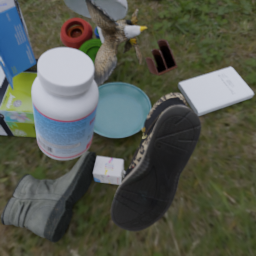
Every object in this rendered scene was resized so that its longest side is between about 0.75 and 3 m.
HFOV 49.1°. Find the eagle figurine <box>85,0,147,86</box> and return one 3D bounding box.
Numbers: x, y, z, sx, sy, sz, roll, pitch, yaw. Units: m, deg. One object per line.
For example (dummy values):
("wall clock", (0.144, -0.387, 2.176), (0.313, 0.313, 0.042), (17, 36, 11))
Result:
("eagle figurine", (-0.449, -2.629, 8.006), (2.033, 2.022, 2.679), (50, 41, -1))

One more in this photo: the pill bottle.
("pill bottle", (-1.382, -0.435, 6.201), (1.372, 2.523, 1.372), (7, 54, -9))

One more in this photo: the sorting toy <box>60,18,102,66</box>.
("sorting toy", (-1.527, -3.307, 11.527), (1.696, 1.159, 2.822), (-36, 75, -4))

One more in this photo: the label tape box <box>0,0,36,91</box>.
("label tape box", (-3.380, -2.755, 8.051), (0.865, 1.970, 2.732), (-17, 56, -11))

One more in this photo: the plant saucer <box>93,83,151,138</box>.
("plant saucer", (-0.402, -0.578, 9.980), (2.428, 0.436, 2.428), (0, 57, -1))

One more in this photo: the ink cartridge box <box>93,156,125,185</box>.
("ink cartridge box", (-0.533, 1.328, 8.623), (0.959, 0.617, 0.601), (7, 56, 4))

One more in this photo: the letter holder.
("letter holder", (0.790, -1.876, 7.399), (0.545, 0.771, 1.084), (-24, 17, 0))

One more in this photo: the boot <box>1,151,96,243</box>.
("boot", (-2.298, 1.678, 8.239), (1.914, 0.992, 2.930), (16, 57, 17))

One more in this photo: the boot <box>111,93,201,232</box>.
("boot", (0.541, 0.550, 5.672), (0.977, 2.670, 2.010), (21, 21, 0))

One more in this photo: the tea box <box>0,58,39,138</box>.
("tea box", (-3.438, -1.044, 9.601), (2.295, 1.559, 2.333), (4, 57, 3))

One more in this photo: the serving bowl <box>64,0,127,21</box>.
("serving bowl", (-1.012, -4.282, 9.237), (2.101, 2.101, 0.691), (8, 89, 6))

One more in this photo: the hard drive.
("hard drive", (3.287, -1.415, 10.601), (2.335, 0.312, 1.540), (-18, 59, -12))
